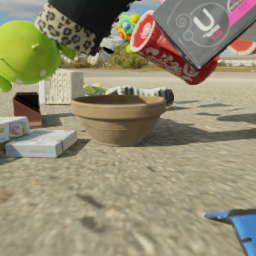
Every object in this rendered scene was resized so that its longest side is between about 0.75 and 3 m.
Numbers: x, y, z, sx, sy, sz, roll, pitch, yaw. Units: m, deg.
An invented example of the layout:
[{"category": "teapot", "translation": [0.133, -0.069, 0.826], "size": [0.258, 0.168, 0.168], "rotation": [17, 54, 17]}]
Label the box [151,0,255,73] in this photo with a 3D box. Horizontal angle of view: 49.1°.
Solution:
[{"category": "box", "translation": [1.169, -1.568, 4.243], "size": [1.128, 0.979, 1.845], "rotation": [-42, -1, 16]}]

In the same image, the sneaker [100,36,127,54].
[{"category": "sneaker", "translation": [-0.583, -3.434, 11.770], "size": [1.391, 0.800, 0.525], "rotation": [-4, -12, -32]}]

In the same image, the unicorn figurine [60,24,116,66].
[{"category": "unicorn figurine", "translation": [-1.728, -3.599, 11.946], "size": [2.509, 1.723, 0.926], "rotation": [1, 22, -11]}]

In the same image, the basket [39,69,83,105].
[{"category": "basket", "translation": [-3.338, -2.169, 14.451], "size": [1.584, 1.741, 2.568], "rotation": [3, 13, 4]}]

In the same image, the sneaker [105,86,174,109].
[{"category": "sneaker", "translation": [0.408, -1.215, 11.834], "size": [2.942, 1.105, 1.192], "rotation": [0, 7, -21]}]

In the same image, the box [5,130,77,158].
[{"category": "box", "translation": [-1.917, 0.327, 6.415], "size": [1.098, 0.290, 1.408], "rotation": [1, 13, 6]}]

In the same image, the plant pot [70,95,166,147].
[{"category": "plant pot", "translation": [-0.226, -0.204, 6.994], "size": [2.345, 1.082, 2.345], "rotation": [-1, 13, 0]}]

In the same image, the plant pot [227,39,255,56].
[{"category": "plant pot", "translation": [4.203, -3.278, 9.351], "size": [1.617, 1.828, 1.828], "rotation": [-28, 25, -26]}]

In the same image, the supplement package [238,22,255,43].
[{"category": "supplement package", "translation": [3.147, -3.013, 6.659], "size": [1.863, 1.370, 1.782], "rotation": [19, 9, -46]}]

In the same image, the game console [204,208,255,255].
[{"category": "game console", "translation": [1.584, 1.169, 3.021], "size": [1.159, 0.686, 0.989], "rotation": [-3, 44, -9]}]

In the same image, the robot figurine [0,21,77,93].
[{"category": "robot figurine", "translation": [-2.357, -1.755, 6.628], "size": [2.105, 1.388, 2.400], "rotation": [-25, 16, -2]}]

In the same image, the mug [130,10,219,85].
[{"category": "mug", "translation": [1.393, -2.285, 7.729], "size": [2.182, 1.456, 1.937], "rotation": [19, -10, -27]}]

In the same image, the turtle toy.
[{"category": "turtle toy", "translation": [0.084, -3.442, 10.403], "size": [0.762, 1.508, 1.099], "rotation": [-37, 25, -18]}]

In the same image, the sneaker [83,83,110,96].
[{"category": "sneaker", "translation": [-1.639, -2.186, 16.500], "size": [2.280, 0.871, 0.859], "rotation": [2, 11, 7]}]

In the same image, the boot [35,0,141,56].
[{"category": "boot", "translation": [-0.055, -2.396, 5.142], "size": [2.995, 2.262, 1.081], "rotation": [3, 41, -48]}]

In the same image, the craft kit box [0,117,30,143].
[{"category": "craft kit box", "translation": [-3.645, 0.185, 6.095], "size": [2.066, 0.501, 2.041], "rotation": [-1, 11, 26]}]

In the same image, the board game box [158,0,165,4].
[{"category": "board game box", "translation": [1.950, -4.421, 9.137], "size": [1.858, 0.181, 0.957], "rotation": [-17, 41, 4]}]

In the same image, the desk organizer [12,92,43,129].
[{"category": "desk organizer", "translation": [-3.369, -0.650, 9.400], "size": [0.848, 0.911, 2.365], "rotation": [-4, 13, -19]}]
